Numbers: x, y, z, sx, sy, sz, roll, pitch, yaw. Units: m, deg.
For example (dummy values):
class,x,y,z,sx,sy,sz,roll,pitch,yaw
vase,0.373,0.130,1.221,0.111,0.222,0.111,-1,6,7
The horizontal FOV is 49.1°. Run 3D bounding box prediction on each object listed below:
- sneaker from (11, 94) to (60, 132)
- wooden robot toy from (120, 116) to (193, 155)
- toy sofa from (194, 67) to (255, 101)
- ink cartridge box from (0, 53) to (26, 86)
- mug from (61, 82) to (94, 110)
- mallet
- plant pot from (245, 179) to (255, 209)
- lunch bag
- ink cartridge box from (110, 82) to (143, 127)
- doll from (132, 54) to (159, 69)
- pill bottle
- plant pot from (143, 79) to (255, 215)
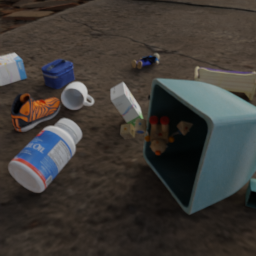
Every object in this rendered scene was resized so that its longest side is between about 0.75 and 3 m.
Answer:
class,x,y,z,sx,sy,sz,roll,pitch,yaw
sneaker,-3.551,-0.873,10.910,0.867,1.252,2.235,21,43,24
wooden robot toy,0.786,0.283,8.222,2.177,0.959,0.988,1,62,12
toy sofa,4.334,-2.192,12.541,2.695,1.315,1.116,7,39,10
ink cartridge box,-5.965,-2.790,13.513,1.607,1.006,1.033,-26,45,-29
mug,-2.067,-1.350,11.884,1.310,0.967,1.149,29,26,-11
mallet,1.519,-1.183,9.125,1.839,0.606,0.379,-9,66,-28
plant pot,3.702,1.852,8.076,0.559,0.558,0.790,10,27,11
lunch bag,-3.285,-2.679,13.379,1.032,1.005,1.519,22,44,25
ink cartridge box,-0.058,-0.863,10.591,0.618,1.413,1.027,-29,31,13
doll,1.070,-3.574,14.946,1.276,0.453,1.870,20,36,34
pill bottle,-2.454,0.757,8.696,1.271,1.271,2.265,17,47,20
plant pot,2.424,0.233,8.157,2.881,2.821,2.829,-8,32,-22
